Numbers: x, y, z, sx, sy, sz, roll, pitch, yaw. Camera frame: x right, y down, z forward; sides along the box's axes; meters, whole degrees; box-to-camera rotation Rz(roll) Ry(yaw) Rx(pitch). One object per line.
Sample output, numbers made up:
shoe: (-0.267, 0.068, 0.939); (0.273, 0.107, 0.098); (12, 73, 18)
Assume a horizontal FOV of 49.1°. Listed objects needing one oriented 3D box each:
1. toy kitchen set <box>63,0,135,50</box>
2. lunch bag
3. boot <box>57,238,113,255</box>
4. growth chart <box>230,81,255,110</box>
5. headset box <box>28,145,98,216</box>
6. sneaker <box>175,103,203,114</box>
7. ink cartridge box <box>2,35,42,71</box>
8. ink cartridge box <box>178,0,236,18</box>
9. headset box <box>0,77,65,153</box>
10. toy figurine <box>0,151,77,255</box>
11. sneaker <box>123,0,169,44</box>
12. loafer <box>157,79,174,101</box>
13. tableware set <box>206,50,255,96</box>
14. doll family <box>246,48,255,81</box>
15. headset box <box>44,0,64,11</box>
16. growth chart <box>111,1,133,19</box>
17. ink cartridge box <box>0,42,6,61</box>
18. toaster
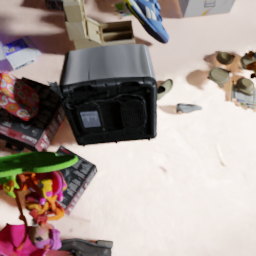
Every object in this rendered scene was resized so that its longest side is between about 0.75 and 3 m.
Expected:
toy kitchen set: (-0.961, -4.018, 9.343); (2.188, 2.425, 1.978); (-7, 70, -3)
lunch bag: (-3.050, -0.934, 7.649); (0.538, 1.313, 1.157); (-29, 47, 20)
boot: (-1.087, 3.542, 6.943); (1.677, 0.581, 1.460); (3, 65, -2)
growth chart: (4.053, -1.029, 9.318); (1.351, 0.120, 0.978); (17, 67, 7)
headset box: (-1.826, 1.518, 7.826); (1.245, 0.646, 1.673); (27, 67, 13)
sneaker: (1.959, -0.593, 9.004); (0.858, 0.328, 0.345); (5, 81, 14)
ink cartridge box: (-3.818, -2.680, 9.980); (1.116, 0.242, 1.106); (-32, 71, -19)
ink cartridge box: (2.945, -5.219, 10.507); (1.937, 1.401, 1.426); (-8, 69, -5)
headset box: (-2.975, -0.286, 8.568); (1.633, 0.847, 2.194); (19, 67, 10)
toy figurine: (-2.225, 1.968, 6.542); (2.710, 2.034, 2.494); (-4, 98, 23)
sneaker: (0.802, -3.974, 9.769); (0.938, 0.843, 2.280); (-40, 99, -3)
loafer: (1.201, -1.304, 9.322); (0.376, 0.339, 0.993); (34, 70, 15)
tableware set: (3.670, -1.987, 9.655); (1.625, 0.226, 1.946); (21, 62, 9)
doll family: (4.486, -2.293, 9.379); (0.969, 0.704, 1.561); (9, 71, 32)
headset box: (-2.509, -5.085, 10.994); (1.246, 0.481, 0.927); (9, 65, 4)
growth chart: (-0.203, -4.650, 11.019); (0.691, 0.085, 0.956); (-25, 67, -10)
ink cartridge box: (-5.555, -2.643, 9.739); (2.436, 0.529, 2.413); (-25, 67, -4)
toaster: (-0.509, -0.863, 7.680); (2.491, 2.755, 1.635); (-6, 52, 2)
